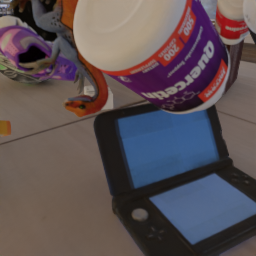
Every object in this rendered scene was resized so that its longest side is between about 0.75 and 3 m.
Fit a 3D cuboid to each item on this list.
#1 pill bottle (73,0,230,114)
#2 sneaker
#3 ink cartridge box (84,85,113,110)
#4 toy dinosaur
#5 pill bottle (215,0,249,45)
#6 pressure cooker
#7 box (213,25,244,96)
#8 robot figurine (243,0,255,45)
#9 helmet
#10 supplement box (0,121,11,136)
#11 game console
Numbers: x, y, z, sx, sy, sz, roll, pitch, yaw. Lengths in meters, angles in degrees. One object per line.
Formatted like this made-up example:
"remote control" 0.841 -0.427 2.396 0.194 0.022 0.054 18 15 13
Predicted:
"pill bottle" 0.555 -1.073 4.017 1.447 1.447 2.573 21 -1 37
"sneaker" -1.759 -1.451 6.158 1.053 0.958 2.383 47 18 32
"ink cartridge box" -1.038 -1.072 9.766 0.880 0.511 1.220 -6 26 -11
"toy dinosaur" -1.027 -1.486 4.782 2.383 2.626 1.379 48 45 10
"pill bottle" 2.802 -2.910 7.313 0.993 0.993 1.770 7 -8 15
"pressure cooker" -1.586 -3.385 8.367 2.533 2.572 2.880 7 7 21
"box" 3.281 -2.947 11.592 2.326 2.303 2.804 14 29 27
"robot figurine" 3.157 -1.910 5.081 1.943 1.614 2.586 14 -11 45
"helmet" -4.218 -3.258 11.723 2.991 2.991 2.851 -6 42 -12
"supplement box" -2.339 0.011 4.605 0.263 0.254 0.764 -11 -7 34
"game console" 1.118 0.645 4.863 2.793 1.653 2.384 -14 28 -25
